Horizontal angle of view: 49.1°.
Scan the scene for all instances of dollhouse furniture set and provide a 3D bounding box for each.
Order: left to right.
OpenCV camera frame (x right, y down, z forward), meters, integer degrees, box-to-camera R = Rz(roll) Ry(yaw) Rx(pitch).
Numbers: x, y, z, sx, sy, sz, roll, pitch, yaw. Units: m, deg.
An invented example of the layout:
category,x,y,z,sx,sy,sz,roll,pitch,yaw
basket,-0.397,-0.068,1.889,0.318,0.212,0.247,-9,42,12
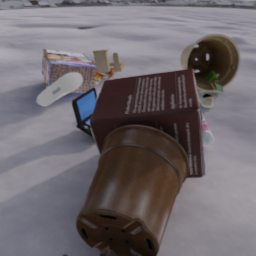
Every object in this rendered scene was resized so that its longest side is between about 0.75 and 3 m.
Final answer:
category,x,y,z,sx,sy,sz,roll,pitch,yaw
dollhouse furniture set,-1.006,-4.165,16.512,2.154,1.233,2.526,2,26,20
dollhouse furniture set,4.374,-2.256,13.708,0.627,0.480,0.957,7,47,-24

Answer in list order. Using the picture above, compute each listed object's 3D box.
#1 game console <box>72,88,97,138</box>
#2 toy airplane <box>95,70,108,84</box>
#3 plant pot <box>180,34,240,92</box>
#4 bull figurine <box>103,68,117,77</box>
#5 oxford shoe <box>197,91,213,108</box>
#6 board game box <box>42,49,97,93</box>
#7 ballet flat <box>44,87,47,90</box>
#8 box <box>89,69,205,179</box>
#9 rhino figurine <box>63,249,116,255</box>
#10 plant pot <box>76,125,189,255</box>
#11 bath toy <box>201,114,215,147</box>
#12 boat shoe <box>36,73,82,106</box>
category,x,y,z,sx,sy,sz,roll,pitch,yaw
game console,-1.179,-0.556,10.292,1.421,0.940,1.616,31,35,9
toy airplane,-1.568,-2.664,15.006,0.994,0.704,0.998,15,-4,5
plant pot,3.967,-3.478,14.680,2.772,2.772,2.538,-3,19,-5
bull figurine,-1.010,-3.245,16.174,0.651,0.349,1.072,4,33,14
oxford shoe,3.450,-1.466,12.916,0.675,0.518,1.794,-6,26,-6
board game box,-3.079,-2.915,14.225,2.204,1.339,2.765,0,27,-24
ballet flat,-3.858,-1.905,13.836,0.350,0.373,1.032,-18,34,-32
box,0.672,-0.069,8.042,2.747,2.256,2.279,-5,37,13
rhino figurine,-0.452,2.837,5.146,2.376,0.711,1.039,4,52,9
plant pot,0.070,1.521,6.263,2.286,2.286,2.263,9,40,15
bath toy,2.591,0.080,10.107,0.662,0.778,1.790,-30,29,17
boat shoe,-3.094,-1.714,12.544,2.318,0.835,0.794,-45,26,-22
